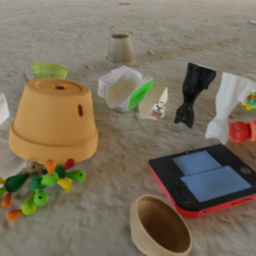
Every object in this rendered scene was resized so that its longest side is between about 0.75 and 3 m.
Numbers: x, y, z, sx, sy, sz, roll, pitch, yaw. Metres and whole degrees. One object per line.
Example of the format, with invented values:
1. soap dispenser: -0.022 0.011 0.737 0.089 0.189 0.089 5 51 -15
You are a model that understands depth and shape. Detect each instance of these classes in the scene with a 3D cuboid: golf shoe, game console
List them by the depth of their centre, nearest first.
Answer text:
1. game console: 2.201 1.347 7.997 2.707 0.420 2.394 -10 35 -16
2. golf shoe: 0.939 -0.539 8.436 0.411 0.521 1.132 25 5 1

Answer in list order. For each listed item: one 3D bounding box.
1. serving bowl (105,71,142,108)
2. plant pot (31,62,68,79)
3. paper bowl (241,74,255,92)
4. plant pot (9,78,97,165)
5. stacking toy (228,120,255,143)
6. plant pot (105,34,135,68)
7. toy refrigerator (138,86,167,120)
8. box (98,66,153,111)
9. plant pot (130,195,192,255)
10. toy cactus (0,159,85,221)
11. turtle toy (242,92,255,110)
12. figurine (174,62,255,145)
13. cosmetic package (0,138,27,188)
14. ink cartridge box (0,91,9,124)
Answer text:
1. serving bowl: -0.270 -1.509 10.247 1.665 0.548 1.665 -40 21 18
2. plant pot: -3.111 -1.685 10.927 1.409 1.338 1.409 5 -8 1
3. paper bowl: 5.719 -2.049 13.015 1.080 0.562 1.080 0 33 0
4. plant pot: -2.222 -0.370 8.688 2.744 1.921 2.744 9 24 -4
5. stacking toy: 4.744 0.067 9.426 2.713 1.158 1.158 -4 33 2
6. plant pot: -0.455 -4.352 15.665 1.745 1.514 1.745 -1 35 0
7. toy refrigerator: 1.051 -1.035 11.432 0.704 0.649 1.854 6 32 19
8. box: -0.108 -1.801 12.119 1.641 0.899 1.860 27 41 22
9. plant pot: 0.581 2.260 6.094 1.516 0.700 1.516 30 24 -14
10. toy cactus: -2.555 1.304 7.539 2.570 1.314 2.121 -22 28 -13
11. turtle toy: 5.191 -1.151 11.709 0.717 0.497 0.984 -4 34 -6
12. figurine: 2.709 -0.815 9.458 1.012 2.294 2.351 2 21 -42
13. cosmetic package: -4.336 1.186 8.035 1.835 0.629 2.434 12 35 21
14. ink cartridge box: -6.135 -0.555 10.202 2.744 1.164 1.999 4 34 8
